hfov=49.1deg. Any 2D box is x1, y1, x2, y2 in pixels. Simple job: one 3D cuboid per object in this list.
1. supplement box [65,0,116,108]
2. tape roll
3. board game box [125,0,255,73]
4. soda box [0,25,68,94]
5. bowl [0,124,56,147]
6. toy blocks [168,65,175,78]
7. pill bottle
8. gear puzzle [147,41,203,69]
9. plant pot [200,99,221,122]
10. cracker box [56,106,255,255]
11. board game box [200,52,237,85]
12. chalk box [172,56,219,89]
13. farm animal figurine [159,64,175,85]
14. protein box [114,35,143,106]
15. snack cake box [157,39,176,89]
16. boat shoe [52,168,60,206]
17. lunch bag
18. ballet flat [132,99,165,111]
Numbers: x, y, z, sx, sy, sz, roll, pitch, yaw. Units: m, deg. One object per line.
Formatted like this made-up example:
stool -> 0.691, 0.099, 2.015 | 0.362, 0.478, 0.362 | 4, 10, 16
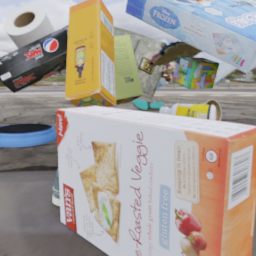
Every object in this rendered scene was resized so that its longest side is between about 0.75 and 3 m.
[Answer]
supplement box -> -0.762, -1.536, 5.852 | 0.778, 2.337, 0.804 | -11, -25, 21
tape roll -> -2.592, -2.597, 7.518 | 1.166, 1.166, 0.801 | 3, -29, 14
board game box -> 1.751, -2.183, 5.431 | 2.563, 0.559, 2.576 | 37, 46, 25
soda box -> -2.124, -1.675, 6.882 | 2.086, 0.660, 0.738 | -27, -14, -4
bowl -> -3.936, 0.222, 10.542 | 2.358, 0.463, 2.358 | 0, 11, 0
toy blocks -> 2.080, -2.461, 12.069 | 0.764, 0.643, 0.714 | -29, -10, 23
pill bottle -> 2.432, -0.373, 11.573 | 2.192, 1.228, 1.228 | 4, 11, 22
gear puzzle -> 1.714, -2.213, 7.479 | 2.500, 0.327, 1.295 | -20, -4, -25
plant pot -> 3.705, -0.689, 13.773 | 1.289, 1.289, 1.180 | -7, 1, -34
cracker box -> 0.115, 0.775, 3.727 | 0.821, 1.907, 2.848 | -10, 14, -43
board game box -> 4.000, -3.043, 10.954 | 0.289, 2.233, 2.232 | 27, -49, -33
chalk box -> 1.195, -1.039, 5.271 | 0.824, 0.511, 0.514 | -6, 28, -29
farm animal figurine -> 1.340, -1.999, 9.618 | 0.484, 0.928, 0.918 | 6, -1, 31
protein box -> -0.746, -1.572, 8.316 | 1.795, 1.809, 1.220 | -12, -2, -17
snack cake box -> 1.574, -2.944, 12.853 | 1.145, 1.991, 0.669 | -23, -1, -32
boat shoe -> -0.667, 0.907, 6.103 | 0.898, 0.762, 2.465 | 6, 12, 28
lunch bag -> 0.170, -2.448, 10.723 | 2.575, 2.112, 1.514 | 22, 3, 16
ballet flat -> 1.327, -1.466, 19.117 | 2.291, 0.777, 0.863 | 2, -13, -14
